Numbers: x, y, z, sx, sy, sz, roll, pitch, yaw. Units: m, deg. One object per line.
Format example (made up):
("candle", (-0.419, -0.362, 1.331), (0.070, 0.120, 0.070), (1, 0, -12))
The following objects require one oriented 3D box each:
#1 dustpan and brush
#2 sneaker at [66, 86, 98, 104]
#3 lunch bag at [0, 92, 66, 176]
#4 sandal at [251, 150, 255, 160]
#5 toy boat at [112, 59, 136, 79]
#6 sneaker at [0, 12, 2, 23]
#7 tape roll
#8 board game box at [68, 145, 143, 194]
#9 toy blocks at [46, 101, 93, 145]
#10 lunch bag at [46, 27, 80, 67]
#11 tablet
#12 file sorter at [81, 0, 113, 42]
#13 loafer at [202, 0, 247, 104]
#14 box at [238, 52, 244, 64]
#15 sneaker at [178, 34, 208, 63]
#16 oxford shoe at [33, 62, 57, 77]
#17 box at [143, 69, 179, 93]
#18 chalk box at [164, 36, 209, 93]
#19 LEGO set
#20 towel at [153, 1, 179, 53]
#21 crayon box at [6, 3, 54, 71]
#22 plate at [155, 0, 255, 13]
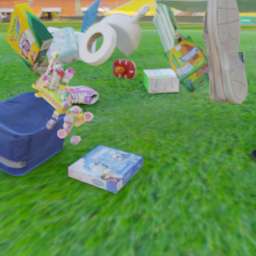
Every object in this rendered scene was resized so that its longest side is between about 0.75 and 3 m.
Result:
("dustpan and brush", (0.018, -3.623, 9.985), (0.680, 1.659, 2.377), (-56, 19, -17))
("sneaker", (-2.399, -1.443, 12.987), (2.254, 0.817, 1.285), (-21, 35, -39))
("lunch bag", (-3.067, 0.230, 8.292), (1.745, 1.699, 2.568), (28, 33, 18))
("sandal", (4.499, 0.702, 8.827), (1.550, 0.332, 0.589), (-12, 27, -24))
("toy boat", (-0.262, -2.478, 11.983), (1.207, 0.788, 0.789), (15, 26, 30))
("sneaker", (-3.185, -2.440, 6.477), (0.329, 0.878, 0.437), (-23, 66, -46))
("tape roll", (-0.969, -2.621, 8.765), (1.363, 1.363, 0.249), (21, -1, 38))
("board game box", (-0.605, 1.099, 7.953), (1.533, 0.334, 1.540), (12, 27, 27))
("toy blocks", (-1.317, -0.143, 6.064), (0.859, 0.802, 0.723), (30, 5, 1))
("lunch bag", (-2.747, -3.457, 11.805), (1.430, 0.687, 1.783), (-21, 57, 2))
("tablet", (-2.705, -3.906, 13.106), (2.329, 0.159, 1.515), (8, 69, -6))
("file sorter", (-1.400, -4.821, 12.673), (0.922, 1.503, 1.043), (37, 69, -2))
("loafer", (2.248, -2.006, 7.048), (1.049, 2.919, 0.918), (-17, 9, -36))
("box", (3.449, -1.906, 9.061), (0.477, 0.770, 0.757), (1, 61, 12))
("sneaker", (2.555, -3.088, 11.508), (0.844, 0.787, 2.235), (-17, 63, -34))
("oxford shoe", (-2.829, -1.828, 9.318), (0.484, 0.514, 1.373), (6, -4, -36))
("box", (1.769, -2.561, 15.314), (1.636, 0.896, 1.854), (-4, 24, -4))
("chalk box", (2.205, -2.031, 9.690), (1.098, 1.090, 1.759), (-34, 58, 17))
("LEGO set", (-1.766, -1.214, 7.421), (1.226, 0.992, 2.664), (16, 28, -33))
("towel", (1.411, -3.891, 10.718), (0.306, 1.996, 2.617), (-20, -5, 0))
("crayon box", (-2.700, -2.421, 7.579), (0.395, 1.169, 1.355), (-39, 1, -40))
("plate", (2.649, -3.887, 8.532), (2.899, 0.469, 2.893), (12, 19, 26))
